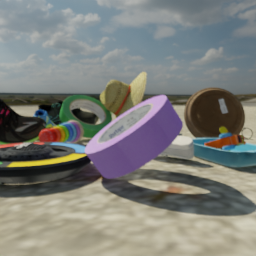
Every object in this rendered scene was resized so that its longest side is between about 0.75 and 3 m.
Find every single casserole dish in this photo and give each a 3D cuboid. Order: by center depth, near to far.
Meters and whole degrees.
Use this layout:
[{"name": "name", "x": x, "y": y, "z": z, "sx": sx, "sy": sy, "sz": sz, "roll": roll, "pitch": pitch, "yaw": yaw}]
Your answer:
[{"name": "casserole dish", "x": 2.341, "y": 0.571, "z": 6.818, "sx": 1.276, "sy": 0.409, "sz": 2.107, "roll": -2, "pitch": 7, "yaw": -23}]

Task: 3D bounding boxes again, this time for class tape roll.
[{"name": "tape roll", "x": 0.094, "y": 0.141, "z": 5.425, "sx": 1.870, "sy": 0.614, "sz": 1.870, "roll": -33, "pitch": 14, "yaw": 9}, {"name": "tape roll", "x": -1.600, "y": -0.460, "z": 10.689, "sx": 1.955, "sy": 0.470, "sz": 1.955, "roll": 18, "pitch": 39, "yaw": -15}]

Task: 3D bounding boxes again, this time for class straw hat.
[{"name": "straw hat", "x": -0.445, "y": -1.213, "z": 11.050, "sx": 1.203, "sy": 2.842, "sz": 2.842, "roll": 26, "pitch": -1, "yaw": -16}]

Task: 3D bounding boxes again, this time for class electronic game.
[{"name": "electronic game", "x": -2.060, "y": 0.598, "z": 5.832, "sx": 2.670, "sy": 0.556, "sz": 2.670, "roll": 0, "pitch": 7, "yaw": 0}]

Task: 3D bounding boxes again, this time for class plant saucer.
[{"name": "plant saucer", "x": 2.772, "y": -0.418, "z": 8.942, "sx": 1.939, "sy": 1.939, "sz": 0.286, "roll": 0, "pitch": -14, "yaw": 4}]

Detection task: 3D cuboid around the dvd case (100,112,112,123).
[{"name": "dvd case", "x": -0.974, "y": -0.821, "z": 12.717, "sx": 0.178, "sy": 1.180, "sz": 1.616, "roll": 12, "pitch": -19, "yaw": -19}]

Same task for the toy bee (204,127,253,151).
[{"name": "toy bee", "x": 2.405, "y": 0.368, "z": 6.453, "sx": 0.635, "sy": 0.764, "sz": 1.168, "roll": 7, "pitch": -2, "yaw": -41}]

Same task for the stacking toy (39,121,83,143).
[{"name": "stacking toy", "x": -2.059, "y": 0.191, "z": 8.545, "sx": 0.731, "sy": 0.731, "sz": 1.713, "roll": 2, "pitch": 6, "yaw": 19}]

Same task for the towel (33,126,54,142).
[{"name": "towel", "x": -2.972, "y": 0.204, "z": 9.822, "sx": 0.500, "sy": 0.105, "sz": 1.162, "roll": 20, "pitch": 30, "yaw": 35}]

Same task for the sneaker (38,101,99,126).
[{"name": "sneaker", "x": -2.655, "y": -0.487, "z": 11.957, "sx": 2.944, "sy": 1.167, "sz": 1.110, "roll": -1, "pitch": 35, "yaw": 24}]

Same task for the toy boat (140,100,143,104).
[{"name": "toy boat", "x": -0.094, "y": -0.886, "z": 15.111, "sx": 1.648, "sy": 1.651, "sz": 2.525, "roll": 5, "pitch": 36, "yaw": -17}]

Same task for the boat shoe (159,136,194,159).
[{"name": "boat shoe", "x": 0.921, "y": 0.474, "z": 7.041, "sx": 1.598, "sy": 0.548, "sz": 0.575, "roll": 2, "pitch": 27, "yaw": 35}]

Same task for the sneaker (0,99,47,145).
[{"name": "sneaker", "x": -3.904, "y": -0.280, "z": 8.356, "sx": 2.955, "sy": 1.238, "sz": 1.134, "roll": 11, "pitch": 42, "yaw": -23}]

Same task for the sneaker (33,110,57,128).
[{"name": "sneaker", "x": -3.173, "y": -0.208, "z": 10.951, "sx": 0.757, "sy": 1.050, "sz": 1.998, "roll": 0, "pitch": 7, "yaw": 1}]
